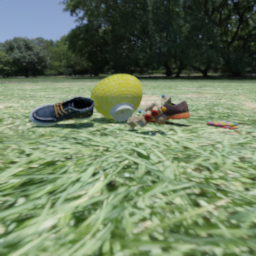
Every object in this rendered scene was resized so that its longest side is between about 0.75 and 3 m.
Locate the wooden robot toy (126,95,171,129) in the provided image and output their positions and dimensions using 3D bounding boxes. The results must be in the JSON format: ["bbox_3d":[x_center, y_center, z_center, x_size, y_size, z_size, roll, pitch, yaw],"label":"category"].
[{"bbox_3d":[1.025,-0.372,10.899,2.180,0.989,0.961,-33,22,27],"label":"wooden robot toy"}]

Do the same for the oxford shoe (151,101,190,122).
[{"bbox_3d":[1.728,-0.764,12.869,2.376,0.862,0.846,-6,4,38],"label":"oxford shoe"}]

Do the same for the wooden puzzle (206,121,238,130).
[{"bbox_3d":[4.146,-0.150,12.319,0.969,0.115,1.635,-10,16,-38],"label":"wooden puzzle"}]

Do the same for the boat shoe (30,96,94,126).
[{"bbox_3d":[-2.788,-0.799,11.930,2.741,0.970,1.244,-8,-17,-16],"label":"boat shoe"}]

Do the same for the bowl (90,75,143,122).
[{"bbox_3d":[-0.412,-1.135,13.231,2.554,2.554,1.374,-4,57,-20],"label":"bowl"}]
